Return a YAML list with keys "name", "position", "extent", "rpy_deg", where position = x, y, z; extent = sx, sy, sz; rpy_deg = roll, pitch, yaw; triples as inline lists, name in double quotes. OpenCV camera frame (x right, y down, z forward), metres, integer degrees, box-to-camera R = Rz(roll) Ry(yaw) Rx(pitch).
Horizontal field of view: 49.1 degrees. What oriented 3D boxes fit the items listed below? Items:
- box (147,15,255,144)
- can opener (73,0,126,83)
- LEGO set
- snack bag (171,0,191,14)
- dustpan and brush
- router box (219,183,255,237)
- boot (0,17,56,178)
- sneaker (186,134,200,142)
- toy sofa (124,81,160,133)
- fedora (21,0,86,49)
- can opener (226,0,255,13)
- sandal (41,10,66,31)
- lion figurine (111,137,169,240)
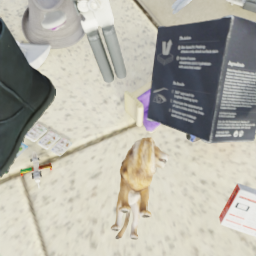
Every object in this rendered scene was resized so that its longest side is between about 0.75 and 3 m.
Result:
- name: "box"
  position: [1.463, -0.930, 5.454]
  extent: [1.195, 2.036, 2.002]
  rpy_deg: [0, 14, -29]
- name: "can opener"
  position: [-0.481, -1.749, 5.120]
  extent: [0.559, 2.122, 0.705]
  rpy_deg: [-16, 49, 3]
- name: "LEGO set"
  position: [-2.522, 0.778, 7.591]
  extent: [1.282, 0.421, 1.717]
  rpy_deg: [26, 51, 16]
- name: "snack bag"
  position: [2.196, -3.756, 6.353]
  extent: [0.257, 2.265, 2.402]
  rpy_deg: [46, 52, -11]
- name: "dustpan and brush"
  position: [-3.805, -1.911, 8.860]
  extent: [2.047, 0.839, 2.933]
  rpy_deg: [4, 61, 3]
- name: "router box"
  position: [1.942, 1.317, 4.382]
  extent: [0.785, 0.705, 0.192]
  rpy_deg: [20, 22, 0]
- name: "boot"
  position: [-2.687, -0.289, 4.922]
  extent: [1.108, 2.438, 2.902]
  rpy_deg: [33, 81, 16]
- name: "sneaker"
  position: [2.972, -0.192, 7.702]
  extent: [2.940, 1.108, 1.153]
  rpy_deg: [-19, 65, -9]
- name: "toy sofa"
  position: [1.090, -0.990, 8.234]
  extent: [2.315, 0.959, 1.130]
  rpy_deg: [-34, 63, -19]
- name: "fedora"
  position: [-2.706, -4.322, 10.103]
  extent: [2.526, 1.290, 2.857]
  rpy_deg: [1, 58, 1]
- name: "can opener"
  position: [4.722, -4.895, 10.904]
  extent: [1.856, 0.617, 0.489]
  rpy_deg: [29, 61, 11]
- name: "sandal"
  position: [-1.872, -2.750, 7.299]
  extent: [0.632, 0.382, 1.554]
  rpy_deg: [-18, 35, 0]
- name: "lion figurine"
  position: [0.046, 0.715, 3.173]
  extent: [0.458, 1.265, 0.775]
  rpy_deg: [13, 49, -11]
